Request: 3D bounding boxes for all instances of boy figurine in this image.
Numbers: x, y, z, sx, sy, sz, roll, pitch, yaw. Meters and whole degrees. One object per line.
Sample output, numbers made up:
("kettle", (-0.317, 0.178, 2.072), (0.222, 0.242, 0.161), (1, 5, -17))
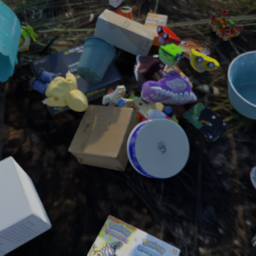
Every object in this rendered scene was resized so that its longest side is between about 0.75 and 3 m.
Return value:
("boy figurine", (-2.198, -1.263, 9.297), (2.202, 0.709, 1.369), (27, 76, 18))

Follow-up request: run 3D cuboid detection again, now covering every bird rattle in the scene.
("bird rattle", (-4.569, -3.753, 11.594), (1.446, 0.815, 1.179), (3, 84, -1))

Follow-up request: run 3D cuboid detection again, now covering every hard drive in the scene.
("hard drive", (2.708, -0.194, 9.888), (0.990, 0.268, 1.417), (-37, 66, -18))

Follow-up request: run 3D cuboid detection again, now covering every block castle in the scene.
("block castle", (4.177, -4.460, 12.049), (0.876, 0.615, 1.311), (-23, 64, -12))

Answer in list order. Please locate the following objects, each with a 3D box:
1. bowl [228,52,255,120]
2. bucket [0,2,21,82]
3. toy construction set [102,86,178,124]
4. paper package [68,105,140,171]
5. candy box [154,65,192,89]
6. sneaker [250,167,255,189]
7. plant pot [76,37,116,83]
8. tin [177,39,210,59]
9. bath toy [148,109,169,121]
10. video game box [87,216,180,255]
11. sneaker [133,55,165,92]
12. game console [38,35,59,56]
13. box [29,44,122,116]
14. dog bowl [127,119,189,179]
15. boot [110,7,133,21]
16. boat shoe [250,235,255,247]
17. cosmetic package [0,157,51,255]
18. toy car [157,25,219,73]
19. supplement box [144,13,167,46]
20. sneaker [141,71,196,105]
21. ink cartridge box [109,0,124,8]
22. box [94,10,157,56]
("bowl", (4.626, -1.314, 9.911), (2.556, 1.337, 2.556), (0, 62, 0))
("bucket", (-5.302, -3.143, 9.876), (2.962, 2.962, 1.927), (5, 63, 3))
("toy construction set", (0.518, -0.260, 9.435), (1.931, 1.357, 2.945), (-37, 78, -18))
("paper package", (-0.735, 0.272, 9.074), (1.766, 0.958, 1.852), (6, 60, 21))
("candy box", (1.685, -1.833, 10.661), (0.846, 0.409, 1.450), (-24, 61, -9))
("sneaker", (4.535, 1.858, 8.514), (0.702, 0.741, 1.803), (-34, 66, -17))
("plant pot", (-1.175, -2.301, 9.754), (1.209, 1.209, 1.184), (16, 68, 9))
("tin", (2.636, -3.129, 11.387), (0.810, 0.303, 1.446), (-35, 59, -20))
("bath toy", (0.821, 0.259, 8.386), (0.658, 0.775, 1.781), (6, 62, 14))
("video game box", (0.020, 3.672, 7.331), (2.228, 0.521, 2.029), (22, 43, 11))
("sneaker", (0.839, -2.135, 10.202), (1.141, 0.747, 1.975), (-8, 45, 14))
("game console", (-3.135, -3.321, 11.158), (0.155, 1.282, 0.756), (43, 61, -24))
("box", (-1.966, -1.986, 10.616), (2.881, 0.735, 2.272), (-22, 65, -11))
("dog bowl", (0.854, 0.585, 8.013), (1.689, 0.665, 1.689), (2, 85, -18))
("boot", (-0.452, -5.067, 12.337), (1.336, 0.717, 0.501), (8, 63, 6))
("boat shoe", (3.945, 2.865, 8.148), (1.344, 0.480, 0.442), (-36, 58, -19))
("cosmetic package", (-3.621, 2.333, 7.621), (2.189, 1.832, 1.821), (-27, 64, -15))
("toy car", (1.681, -2.613, 9.781), (2.774, 0.619, 2.611), (39, 34, 12))
("supplement box", (1.117, -4.219, 11.974), (0.861, 0.502, 1.366), (12, 61, 6))
("sneaker", (1.317, -1.379, 9.307), (2.398, 0.964, 1.060), (0, 82, -44))
("ink cartridge box", (-0.516, -6.145, 12.754), (0.419, 0.994, 0.726), (33, 66, 17))
("box", (-0.112, -3.719, 11.115), (2.239, 0.870, 1.063), (22, 42, -2))
